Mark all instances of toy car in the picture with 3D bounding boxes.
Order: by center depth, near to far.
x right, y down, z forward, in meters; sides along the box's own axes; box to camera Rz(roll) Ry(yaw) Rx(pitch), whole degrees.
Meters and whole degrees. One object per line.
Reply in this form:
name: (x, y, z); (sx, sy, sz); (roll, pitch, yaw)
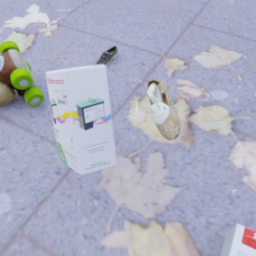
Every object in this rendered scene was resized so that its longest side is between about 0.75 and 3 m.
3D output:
toy car: (-5.259, -1.754, 11.414); (2.776, 2.190, 2.280); (-28, 59, -8)

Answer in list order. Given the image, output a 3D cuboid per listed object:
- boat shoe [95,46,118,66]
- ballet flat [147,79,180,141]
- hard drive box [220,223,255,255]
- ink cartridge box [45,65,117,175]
boat shoe: (-1.089, -3.499, 13.739); (0.596, 0.528, 1.629); (25, 54, 20)
ballet flat: (0.705, -0.477, 6.340); (0.587, 0.634, 1.797); (30, 32, -32)
hard drive box: (3.225, 4.079, 7.006); (1.975, 0.973, 2.534); (20, 52, 16)
ink cartridge box: (-1.344, -0.317, 7.801); (1.128, 2.686, 1.945); (-12, 14, -29)
